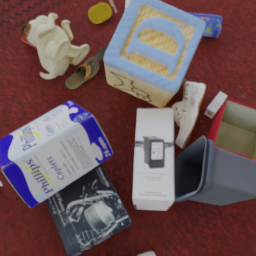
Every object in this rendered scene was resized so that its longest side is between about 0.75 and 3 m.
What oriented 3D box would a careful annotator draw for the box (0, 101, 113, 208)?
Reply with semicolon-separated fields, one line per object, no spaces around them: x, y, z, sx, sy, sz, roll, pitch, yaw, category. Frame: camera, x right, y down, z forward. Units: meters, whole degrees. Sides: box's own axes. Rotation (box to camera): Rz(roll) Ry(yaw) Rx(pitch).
-2.425;0.621;9.048;2.907;1.525;2.673;-33;26;-14;box

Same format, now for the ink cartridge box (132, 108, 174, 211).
0.827;1.079;9.249;1.223;2.130;2.933;2;66;4;ink cartridge box

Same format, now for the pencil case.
2.967;-4.646;12.408;2.348;1.020;0.916;10;63;4;pencil case

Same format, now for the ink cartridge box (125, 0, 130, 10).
0.207;-5.471;13.094;0.725;0.409;0.987;3;66;0;ink cartridge box

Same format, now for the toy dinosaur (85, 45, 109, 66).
-0.554;-3.115;11.887;2.775;1.068;1.419;-28;57;-6;toy dinosaur

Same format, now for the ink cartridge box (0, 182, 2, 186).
-5.478;1.194;9.613;0.809;1.396;2.396;-39;72;-16;ink cartridge box

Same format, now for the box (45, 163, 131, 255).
-1.293;2.647;9.039;2.079;1.311;2.115;-26;69;-13;box

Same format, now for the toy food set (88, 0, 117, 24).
-1.226;-5.344;13.077;1.381;0.451;0.812;-32;94;-11;toy food set

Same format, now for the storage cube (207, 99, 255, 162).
3.774;0.442;9.690;1.779;1.871;2.081;20;67;9;storage cube

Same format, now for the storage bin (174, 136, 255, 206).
2.685;1.498;8.935;1.842;2.743;1.996;16;66;-6;storage bin

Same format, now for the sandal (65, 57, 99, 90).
-1.887;-2.326;11.662;0.728;0.489;1.812;40;72;16;sandal

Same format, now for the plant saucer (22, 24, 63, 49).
-3.684;-4.037;12.540;1.514;0.278;1.511;31;70;12;plant saucer

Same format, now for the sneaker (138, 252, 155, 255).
-0.036;4.678;8.373;2.200;0.827;1.265;-16;64;-11;sneaker

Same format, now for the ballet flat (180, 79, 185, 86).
1.601;-1.727;11.449;1.489;0.505;0.539;0;86;0;ballet flat

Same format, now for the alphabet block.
0.800;-2.529;9.894;2.613;2.676;2.627;26;84;0;alphabet block

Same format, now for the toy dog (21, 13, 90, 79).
-3.200;-3.527;11.639;2.507;2.430;1.749;50;34;16;toy dog

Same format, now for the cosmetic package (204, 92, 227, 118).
3.449;-0.904;11.032;0.348;0.496;0.978;36;70;15;cosmetic package

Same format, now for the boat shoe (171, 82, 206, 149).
2.126;-0.567;10.642;1.020;1.042;2.944;18;58;8;boat shoe
